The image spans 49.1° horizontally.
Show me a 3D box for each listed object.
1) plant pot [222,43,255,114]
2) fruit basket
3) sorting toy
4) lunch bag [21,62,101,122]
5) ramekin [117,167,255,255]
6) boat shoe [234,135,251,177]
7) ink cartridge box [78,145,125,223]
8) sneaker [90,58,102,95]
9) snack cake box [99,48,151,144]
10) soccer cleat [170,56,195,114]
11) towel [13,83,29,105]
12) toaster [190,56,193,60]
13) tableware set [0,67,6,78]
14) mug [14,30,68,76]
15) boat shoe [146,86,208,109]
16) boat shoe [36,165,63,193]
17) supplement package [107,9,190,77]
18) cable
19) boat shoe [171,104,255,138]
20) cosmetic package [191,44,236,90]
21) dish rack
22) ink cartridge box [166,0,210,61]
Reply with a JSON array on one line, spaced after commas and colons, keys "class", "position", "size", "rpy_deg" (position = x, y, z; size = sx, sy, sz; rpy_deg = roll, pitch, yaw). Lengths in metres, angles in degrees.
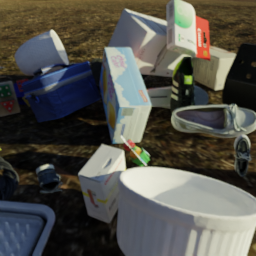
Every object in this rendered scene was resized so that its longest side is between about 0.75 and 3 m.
[{"class": "plant pot", "position": [4.329, -1.700, 9.398], "size": [2.000, 1.995, 1.774], "rpy_deg": [23, -5, 33]}, {"class": "fruit basket", "position": [0.146, 0.522, 6.974], "size": [0.420, 0.896, 0.830], "rpy_deg": [-37, 4, 0]}, {"class": "sorting toy", "position": [-4.283, -0.934, 9.476], "size": [2.315, 1.116, 0.392], "rpy_deg": [-15, 19, -19]}, {"class": "lunch bag", "position": [-2.291, -1.296, 9.301], "size": [1.637, 1.594, 2.410], "rpy_deg": [-6, 19, 41]}, {"class": "ramekin", "position": [0.892, 1.508, 4.661], "size": [2.303, 1.123, 2.303], "rpy_deg": [9, 6, -1]}, {"class": "boat shoe", "position": [2.758, 0.691, 6.775], "size": [0.380, 1.030, 0.352], "rpy_deg": [3, 21, 5]}, {"class": "ink cartridge box", "position": [-0.460, 1.115, 5.641], "size": [0.533, 1.279, 0.928], "rpy_deg": [14, 42, 21]}, {"class": "sneaker", "position": [-1.196, -2.330, 12.384], "size": [1.397, 0.804, 2.678], "rpy_deg": [8, 36, 15]}, {"class": "snack cake box", "position": [-0.198, -1.043, 8.509], "size": [0.907, 1.553, 2.700], "rpy_deg": [-3, 48, -14]}, {"class": "soccer cleat", "position": [1.809, -1.183, 9.100], "size": [0.810, 0.972, 2.398], "rpy_deg": [2, 71, -3]}, {"class": "towel", "position": [-3.968, -1.371, 11.141], "size": [1.181, 0.396, 1.599], "rpy_deg": [-5, 30, -22]}, {"class": "toaster", "position": [2.388, -3.236, 11.938], "size": [1.125, 0.639, 0.727], "rpy_deg": [18, 10, 13]}, {"class": "tableware set", "position": [-5.279, -1.810, 10.612], "size": [1.355, 0.411, 2.050], "rpy_deg": [-31, 19, -7]}, {"class": "mug", "position": [-3.578, -2.810, 11.870], "size": [1.822, 2.078, 1.534], "rpy_deg": [-21, 45, 4]}, {"class": "boat shoe", "position": [1.637, -1.141, 10.131], "size": [2.463, 0.906, 0.822], "rpy_deg": [3, 4, -15]}, {"class": "boat shoe", "position": [-1.673, 1.177, 6.025], "size": [0.497, 1.328, 0.411], "rpy_deg": [-12, 67, -18]}, {"class": "supplement package", "position": [0.931, -3.079, 10.585], "size": [2.811, 1.644, 1.649], "rpy_deg": [-5, 47, -40]}, {"class": "cable", "position": [-3.307, 1.285, 6.456], "size": [1.795, 0.456, 1.465], "rpy_deg": [34, 34, 29]}, {"class": "boat shoe", "position": [2.548, -0.254, 8.258], "size": [2.517, 0.928, 0.807], "rpy_deg": [5, -12, 9]}, {"class": "cosmetic package", "position": [3.520, -2.880, 12.648], "size": [1.216, 1.441, 2.787], "rpy_deg": [-13, 34, -22]}, {"class": "dish rack", "position": [-2.606, 2.344, 4.471], "size": [2.372, 0.602, 2.763], "rpy_deg": [2, 30, 6]}, {"class": "ink cartridge box", "position": [2.230, -3.320, 9.669], "size": [2.038, 1.640, 0.510], "rpy_deg": [5, -10, -29]}]
